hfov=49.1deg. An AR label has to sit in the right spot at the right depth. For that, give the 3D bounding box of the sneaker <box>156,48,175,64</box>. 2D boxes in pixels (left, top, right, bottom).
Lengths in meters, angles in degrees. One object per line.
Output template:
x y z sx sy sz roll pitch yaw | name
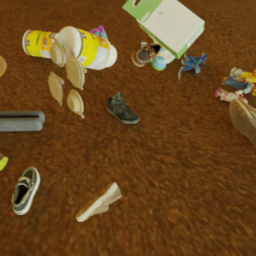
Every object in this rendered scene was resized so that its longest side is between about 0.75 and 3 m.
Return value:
2.128 -4.143 13.776 1.005 1.061 2.628 16 43 19 | sneaker

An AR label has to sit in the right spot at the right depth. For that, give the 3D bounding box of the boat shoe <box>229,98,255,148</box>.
4.279 -0.135 9.463 0.833 0.878 2.320 -11 52 -17 | boat shoe

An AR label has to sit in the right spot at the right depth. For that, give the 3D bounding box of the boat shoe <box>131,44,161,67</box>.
0.512 -2.005 7.493 0.433 0.434 1.232 -29 12 37 | boat shoe

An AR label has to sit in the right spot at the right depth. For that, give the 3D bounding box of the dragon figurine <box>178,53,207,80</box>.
2.943 -2.838 12.611 1.067 0.632 2.147 15 42 16 | dragon figurine

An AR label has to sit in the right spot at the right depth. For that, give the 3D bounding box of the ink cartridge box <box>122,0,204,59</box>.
0.893 -2.779 7.159 1.899 0.563 0.986 43 98 10 | ink cartridge box

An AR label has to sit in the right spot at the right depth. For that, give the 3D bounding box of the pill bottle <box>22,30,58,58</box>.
-3.829 -3.975 13.465 2.178 1.190 1.190 10 42 12 | pill bottle

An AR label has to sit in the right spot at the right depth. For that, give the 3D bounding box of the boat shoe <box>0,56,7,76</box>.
-3.902 -1.218 6.774 2.038 0.717 0.717 -26 20 -6 | boat shoe

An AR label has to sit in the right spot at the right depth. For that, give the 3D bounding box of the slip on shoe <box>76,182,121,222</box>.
-0.501 1.406 5.122 0.317 0.397 1.045 58 39 -4 | slip on shoe

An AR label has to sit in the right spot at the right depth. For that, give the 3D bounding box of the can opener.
-4.467 -0.423 9.593 2.986 0.998 0.796 -1 41 -1 | can opener

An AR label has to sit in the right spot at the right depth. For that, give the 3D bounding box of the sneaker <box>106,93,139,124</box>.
-0.218 -0.719 10.081 1.454 0.833 0.556 34 53 30 | sneaker

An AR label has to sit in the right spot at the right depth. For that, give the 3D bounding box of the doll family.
4.587 -1.728 11.024 1.463 1.062 2.358 28 49 28 | doll family

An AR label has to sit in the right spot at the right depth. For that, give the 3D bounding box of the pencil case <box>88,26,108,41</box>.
-1.570 -3.037 9.927 1.680 0.776 0.715 -16 62 8 | pencil case

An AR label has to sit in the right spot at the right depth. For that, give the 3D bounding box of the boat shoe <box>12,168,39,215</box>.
-2.807 1.608 7.690 0.524 0.471 1.481 -2 41 -2 | boat shoe

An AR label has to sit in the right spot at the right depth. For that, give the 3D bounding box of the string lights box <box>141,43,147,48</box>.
0.795 -3.762 13.762 0.284 0.496 0.965 -1 41 -1 | string lights box

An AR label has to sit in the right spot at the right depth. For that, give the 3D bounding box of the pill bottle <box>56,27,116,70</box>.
-1.206 -2.348 8.516 1.013 1.013 1.855 32 20 31 | pill bottle

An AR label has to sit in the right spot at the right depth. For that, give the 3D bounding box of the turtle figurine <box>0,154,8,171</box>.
-3.215 0.372 5.895 1.393 1.728 0.556 30 56 13 | turtle figurine

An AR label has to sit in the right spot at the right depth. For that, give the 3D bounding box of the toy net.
0.905 -2.959 10.192 0.949 0.349 1.809 8 61 -19 | toy net

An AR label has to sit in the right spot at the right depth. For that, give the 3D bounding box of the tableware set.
-1.747 -1.363 7.884 0.255 2.195 1.833 -24 55 -34 | tableware set
